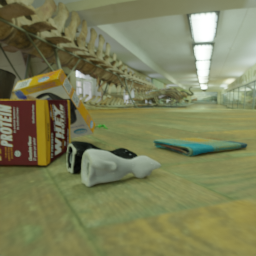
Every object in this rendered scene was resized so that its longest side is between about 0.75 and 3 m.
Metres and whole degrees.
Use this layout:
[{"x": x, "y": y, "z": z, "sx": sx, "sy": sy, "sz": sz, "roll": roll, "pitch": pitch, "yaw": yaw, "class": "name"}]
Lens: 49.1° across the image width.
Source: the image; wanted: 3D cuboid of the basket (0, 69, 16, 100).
[{"x": -5.488, "y": -0.921, "z": 10.621, "sx": 2.149, "sy": 2.383, "sz": 1.621, "roll": 2, "pitch": -13, "yaw": -11, "class": "basket"}]

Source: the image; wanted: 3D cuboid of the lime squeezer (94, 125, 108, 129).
[{"x": -1.601, "y": -0.038, "z": 16.346, "sx": 1.182, "sy": 0.223, "sz": 0.417, "roll": 4, "pitch": 39, "yaw": 28, "class": "lime squeezer"}]

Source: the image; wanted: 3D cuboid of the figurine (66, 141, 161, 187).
[{"x": -0.334, "y": 0.755, "z": 6.329, "sx": 1.686, "sy": 0.744, "sz": 1.728, "roll": 2, "pitch": 5, "yaw": -28, "class": "figurine"}]

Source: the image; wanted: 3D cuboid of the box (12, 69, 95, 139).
[{"x": -2.479, "y": -0.550, "z": 10.087, "sx": 1.780, "sy": 2.990, "sz": 0.620, "roll": -12, "pitch": 40, "yaw": 18, "class": "box"}]

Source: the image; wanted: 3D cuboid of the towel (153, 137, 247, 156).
[{"x": 2.470, "y": 0.599, "z": 9.668, "sx": 2.643, "sy": 0.287, "sz": 1.938, "roll": -2, "pitch": 7, "yaw": -31, "class": "towel"}]

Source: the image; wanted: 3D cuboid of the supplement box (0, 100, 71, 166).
[{"x": -3.175, "y": 0.013, "z": 8.144, "sx": 2.464, "sy": 1.659, "sz": 2.498, "roll": 0, "pitch": 5, "yaw": 3, "class": "supplement box"}]
